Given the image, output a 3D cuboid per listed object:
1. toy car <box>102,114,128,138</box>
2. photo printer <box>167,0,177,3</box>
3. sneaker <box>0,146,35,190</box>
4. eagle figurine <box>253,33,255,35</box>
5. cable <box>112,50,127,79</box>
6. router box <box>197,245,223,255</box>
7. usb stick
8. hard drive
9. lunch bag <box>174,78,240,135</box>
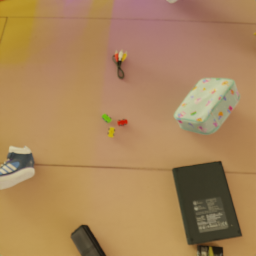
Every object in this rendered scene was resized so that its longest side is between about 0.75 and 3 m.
[{"bbox_3d":[-0.647,-0.179,10.971,0.953,0.226,1.013,42,70,14],"label":"toy car"},{"bbox_3d":[2.291,-6.559,12.764,0.553,1.592,1.325,24,47,-30],"label":"photo printer"},{"bbox_3d":[-4.339,1.368,10.203,1.833,0.738,1.342,-21,61,-3],"label":"sneaker"},{"bbox_3d":[6.058,-3.890,11.131,1.961,2.599,1.972,-23,64,-1],"label":"eagle figurine"},{"bbox_3d":[-0.408,-2.717,11.906,0.637,0.330,1.311,4,69,2],"label":"cable"},{"bbox_3d":[2.701,4.434,9.201,0.819,0.272,1.042,4,69,2],"label":"router box"},{"bbox_3d":[-0.916,4.461,9.014,0.786,0.462,2.835,-41,73,16],"label":"usb stick"},{"bbox_3d":[2.706,2.565,9.826,1.838,0.433,2.634,-8,69,-3],"label":"hard drive"},{"bbox_3d":[2.924,-0.866,10.512,2.327,1.867,0.897,-49,120,-18],"label":"lunch bag"}]
